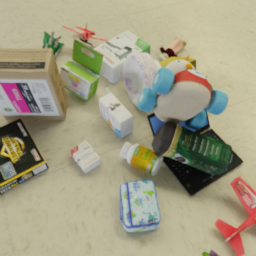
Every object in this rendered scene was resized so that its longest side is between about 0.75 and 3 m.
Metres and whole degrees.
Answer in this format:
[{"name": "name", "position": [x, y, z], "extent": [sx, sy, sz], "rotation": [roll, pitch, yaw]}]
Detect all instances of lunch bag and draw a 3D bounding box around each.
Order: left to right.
[{"name": "lunch bag", "position": [0.313, 2.261, 8.182], "extent": [1.151, 0.590, 1.431], "rotation": [-5, 53, 0]}]

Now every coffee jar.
[{"name": "coffee jar", "position": [1.884, 0.613, 8.544], "extent": [2.262, 1.179, 0.965], "rotation": [21, 72, -3]}]

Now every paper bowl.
[{"name": "paper bowl", "position": [0.624, -1.777, 10.291], "extent": [0.990, 1.903, 1.903], "rotation": [-15, 55, -21]}]

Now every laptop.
[{"name": "laptop", "position": [2.203, 0.401, 9.053], "extent": [2.273, 1.324, 2.565], "rotation": [-27, 59, -17]}]

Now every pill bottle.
[{"name": "pill bottle", "position": [0.410, 0.952, 9.034], "extent": [1.277, 0.709, 0.709], "rotation": [24, 58, 16]}]

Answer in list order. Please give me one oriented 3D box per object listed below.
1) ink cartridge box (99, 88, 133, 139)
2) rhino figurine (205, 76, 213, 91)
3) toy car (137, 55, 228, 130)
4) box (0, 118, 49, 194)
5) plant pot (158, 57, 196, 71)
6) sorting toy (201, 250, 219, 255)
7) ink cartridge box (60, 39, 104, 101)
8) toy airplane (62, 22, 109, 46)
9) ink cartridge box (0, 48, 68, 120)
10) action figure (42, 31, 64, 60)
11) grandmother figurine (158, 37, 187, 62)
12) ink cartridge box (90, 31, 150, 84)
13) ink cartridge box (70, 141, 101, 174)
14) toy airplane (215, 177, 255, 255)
[{"name": "ink cartridge box", "position": [-0.535, -0.544, 9.969], "extent": [0.562, 0.954, 1.657], "rotation": [-30, 59, -20]}, {"name": "rhino figurine", "position": [2.524, -1.262, 9.128], "extent": [0.562, 0.384, 1.284], "rotation": [-8, 66, -25]}, {"name": "toy car", "position": [1.619, -1.426, 8.394], "extent": [2.061, 1.977, 2.236], "rotation": [19, 60, -14]}, {"name": "box", "position": [-3.874, 0.866, 9.226], "extent": [1.715, 0.530, 2.148], "rotation": [-29, 59, -18]}, {"name": "plant pot", "position": [1.707, -2.013, 10.855], "extent": [1.366, 1.366, 1.205], "rotation": [-25, 42, -18]}, {"name": "sorting toy", "position": [2.371, 3.326, 6.968], "extent": [0.670, 1.116, 0.458], "rotation": [40, 82, -19]}, {"name": "ink cartridge box", "position": [-1.769, -2.119, 10.368], "extent": [1.357, 1.836, 0.696], "rotation": [31, 49, 9]}, {"name": "toy airplane", "position": [-1.937, -4.271, 12.650], "extent": [2.188, 0.403, 2.188], "rotation": [17, 36, -13]}, {"name": "ink cartridge box", "position": [-3.409, -1.344, 9.399], "extent": [2.274, 2.760, 1.037], "rotation": [-1, 61, 0]}, {"name": "action figure", "position": [-3.370, -3.395, 12.242], "extent": [1.034, 0.479, 1.751], "rotation": [24, 57, -29]}, {"name": "grandmother figurine", "position": [1.843, -3.371, 12.312], "extent": [1.037, 0.518, 1.709], "rotation": [28, 57, 21]}, {"name": "ink cartridge box", "position": [-0.314, -3.010, 11.793], "extent": [2.094, 0.880, 1.528], "rotation": [-36, 61, -23]}, {"name": "ink cartridge box", "position": [-1.399, 0.962, 9.240], "extent": [0.650, 0.367, 0.886], "rotation": [-32, 60, -21]}, {"name": "toy airplane", "position": [3.471, 2.642, 7.866], "extent": [2.351, 0.432, 2.351], "rotation": [3, 59, -6]}]
